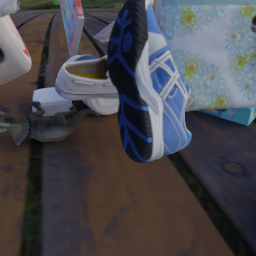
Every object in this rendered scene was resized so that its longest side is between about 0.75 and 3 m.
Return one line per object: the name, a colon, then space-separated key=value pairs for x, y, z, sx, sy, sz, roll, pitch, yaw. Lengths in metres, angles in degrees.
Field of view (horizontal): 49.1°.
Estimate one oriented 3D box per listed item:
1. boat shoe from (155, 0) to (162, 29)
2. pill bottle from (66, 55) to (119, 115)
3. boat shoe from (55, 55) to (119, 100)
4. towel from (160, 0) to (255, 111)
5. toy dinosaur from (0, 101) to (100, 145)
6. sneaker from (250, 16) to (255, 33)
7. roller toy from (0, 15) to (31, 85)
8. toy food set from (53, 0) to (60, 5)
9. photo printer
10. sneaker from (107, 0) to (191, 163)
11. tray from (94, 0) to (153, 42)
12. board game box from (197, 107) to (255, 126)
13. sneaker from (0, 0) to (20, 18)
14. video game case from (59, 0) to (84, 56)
boat shoe: x=1.402 y=-3.702 z=8.960 sx=0.786 sy=2.543 sz=0.926 roll=-11 pitch=35 yaw=-38
pill bottle: x=-1.298 y=-1.742 z=10.282 sx=1.643 sy=1.643 sz=2.961 roll=-15 pitch=32 yaw=-26
boat shoe: x=-0.466 y=-1.310 z=6.813 sx=2.570 sy=0.897 sz=0.911 roll=-8 pitch=60 yaw=-29
towel: x=2.133 y=-1.655 z=6.415 sx=2.920 sy=2.500 sz=0.703 roll=-3 pitch=13 yaw=-10
toy dinosaur: x=-2.259 y=-0.045 z=8.092 sx=2.846 sy=1.095 sz=1.455 roll=6 pitch=41 yaw=-4
sneaker: x=2.601 y=-1.806 z=4.998 sx=0.802 sy=0.312 sz=0.329 roll=16 pitch=-12 yaw=14
roller toy: x=-3.593 y=-2.077 z=6.394 sx=1.851 sy=2.416 sz=2.649 roll=-27 pitch=-11 yaw=-7
toy food set: x=-2.221 y=-5.168 z=10.326 sx=1.475 sy=1.460 sz=0.359 roll=-26 pitch=65 yaw=-39
photo printer: x=-2.737 y=-0.999 z=10.066 sx=1.319 sy=0.550 sz=1.585 roll=-8 pitch=30 yaw=-14
sneaker: x=0.344 y=-0.818 z=4.523 sx=1.033 sy=2.682 sz=1.016 roll=-2 pitch=-7 yaw=-30
tray: x=-0.073 y=-3.896 z=10.227 sx=2.478 sy=0.275 sz=1.330 roll=-34 pitch=5 yaw=12
board game box: x=3.414 y=-1.084 z=10.158 sx=2.653 sy=0.622 sz=2.002 roll=21 pitch=35 yaw=34
sneaker: x=-2.075 y=-2.039 z=4.712 sx=0.888 sy=0.387 sz=0.331 roll=-43 pitch=28 yaw=15
video game case: x=-1.670 y=-3.508 z=7.994 sx=0.202 sy=1.659 sz=2.320 roll=-8 pitch=72 yaw=-21
